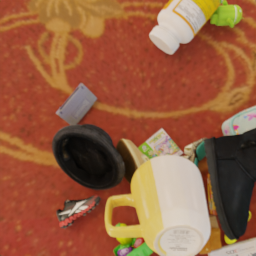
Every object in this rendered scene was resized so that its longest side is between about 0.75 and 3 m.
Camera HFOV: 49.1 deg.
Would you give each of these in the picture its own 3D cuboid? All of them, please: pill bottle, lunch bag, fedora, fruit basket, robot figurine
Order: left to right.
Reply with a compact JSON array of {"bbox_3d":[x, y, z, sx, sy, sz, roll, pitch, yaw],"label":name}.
[{"bbox_3d":[-0.984,0.665,7.844,2.213,2.213,1.011,21,38,4],"label":"fedora"},{"bbox_3d":[0.031,3.123,7.663,1.092,0.788,1.092,-1,93,-13],"label":"fruit basket"},{"bbox_3d":[1.756,-3.509,8.754,1.294,1.294,2.330,40,92,8],"label":"pill bottle"},{"bbox_3d":[3.235,-3.698,9.213,1.048,0.606,0.919,-3,63,1],"label":"robot figurine"},{"bbox_3d":[4.198,0.232,8.185,2.408,0.928,1.932,-20,78,-4],"label":"lunch bag"}]

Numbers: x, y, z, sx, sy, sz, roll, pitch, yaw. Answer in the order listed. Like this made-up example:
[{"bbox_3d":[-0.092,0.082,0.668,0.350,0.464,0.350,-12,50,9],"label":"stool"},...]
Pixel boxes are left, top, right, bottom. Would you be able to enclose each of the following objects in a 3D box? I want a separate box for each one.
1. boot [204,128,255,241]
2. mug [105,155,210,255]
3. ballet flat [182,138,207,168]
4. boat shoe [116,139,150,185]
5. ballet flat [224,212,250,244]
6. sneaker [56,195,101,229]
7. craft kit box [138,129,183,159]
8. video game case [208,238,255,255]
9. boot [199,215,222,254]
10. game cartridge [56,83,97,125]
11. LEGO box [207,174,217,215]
[{"bbox_3d":[3.290,1.245,6.955,2.342,1.064,2.787,-17,67,29],"label":"boot"},{"bbox_3d":[0.884,2.145,6.873,2.419,1.986,1.937,-38,112,16],"label":"mug"},{"bbox_3d":[1.819,0.865,8.079,0.656,0.591,1.742,3,40,34],"label":"ballet flat"},{"bbox_3d":[0.454,1.295,7.990,0.794,0.886,2.393,-11,57,-35],"label":"boat shoe"},{"bbox_3d":[3.106,2.784,7.911,0.374,0.376,1.121,36,80,8],"label":"ballet flat"},{"bbox_3d":[-1.450,2.242,7.971,1.364,0.482,0.666,-32,81,-6],"label":"sneaker"},{"bbox_3d":[0.960,0.698,8.456,0.994,0.241,0.981,-39,78,-8],"label":"craft kit box"},{"bbox_3d":[3.272,4.138,7.692,1.694,0.220,1.861,-14,78,-3],"label":"video game case"},{"bbox_3d":[1.890,3.004,7.818,1.383,0.487,0.990,-5,82,1],"label":"boot"},{"bbox_3d":[-1.545,-0.674,8.500,0.227,0.766,1.181,32,80,42],"label":"game cartridge"},{"bbox_3d":[2.775,1.896,8.072,0.845,0.438,1.134,-1,78,-1],"label":"LEGO box"}]
